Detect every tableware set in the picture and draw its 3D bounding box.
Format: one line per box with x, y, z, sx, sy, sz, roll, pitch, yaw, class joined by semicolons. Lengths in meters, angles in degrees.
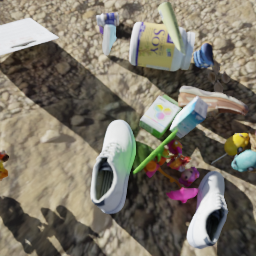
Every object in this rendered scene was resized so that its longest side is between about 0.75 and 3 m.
3.042;-1.711;9.493;0.948;0.132;1.134;43;60;-22;tableware set

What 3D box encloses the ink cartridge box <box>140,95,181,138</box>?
1.102;-0.483;8.902;0.774;0.442;1.490;34;67;14;ink cartridge box

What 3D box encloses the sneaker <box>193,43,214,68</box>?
2.340;-2.183;8.753;0.638;1.552;0.574;-2;86;19;sneaker

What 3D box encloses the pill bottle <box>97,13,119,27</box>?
-0.791;-4.214;10.925;0.835;0.483;0.483;-7;62;-3;pill bottle

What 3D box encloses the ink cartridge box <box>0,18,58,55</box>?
-3.818;-2.869;9.478;2.188;0.768;2.691;-27;48;-25;ink cartridge box

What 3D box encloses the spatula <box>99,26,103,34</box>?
-0.914;-3.501;10.696;0.096;0.265;0.939;-31;68;21;spatula

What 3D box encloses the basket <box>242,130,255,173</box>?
4.129;0.689;8.291;1.375;1.025;0.982;2;29;1;basket

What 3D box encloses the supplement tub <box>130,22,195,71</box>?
1.141;-2.740;9.550;2.004;1.457;1.457;9;62;5;supplement tub

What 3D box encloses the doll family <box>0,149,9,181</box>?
-3.855;1.232;7.297;1.807;1.122;0.814;-29;62;12;doll family

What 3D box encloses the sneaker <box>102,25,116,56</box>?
-0.626;-3.110;10.022;0.459;1.119;0.414;-12;50;-23;sneaker

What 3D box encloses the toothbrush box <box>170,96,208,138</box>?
1.795;-0.304;8.237;0.452;1.059;0.775;37;43;-6;toothbrush box

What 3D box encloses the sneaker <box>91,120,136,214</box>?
-0.399;0.907;7.726;1.000;0.969;2.738;-7;61;19;sneaker

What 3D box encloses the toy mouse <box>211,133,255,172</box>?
3.311;0.486;7.381;2.068;1.837;0.400;-43;110;1;toy mouse

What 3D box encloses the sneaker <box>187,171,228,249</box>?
2.214;2.056;7.190;0.788;0.764;2.158;35;58;-16;sneaker

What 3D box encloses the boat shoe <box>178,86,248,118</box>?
2.537;-0.670;8.636;2.210;0.837;0.793;21;92;37;boat shoe

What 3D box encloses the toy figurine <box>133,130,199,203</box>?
1.297;1.185;7.659;1.739;1.306;1.601;-44;82;-12;toy figurine

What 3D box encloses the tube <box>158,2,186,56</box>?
1.342;-2.877;8.208;0.458;0.409;1.577;-17;84;-23;tube
